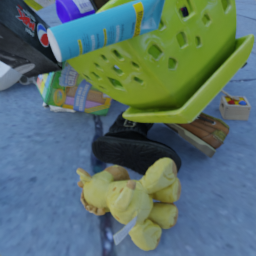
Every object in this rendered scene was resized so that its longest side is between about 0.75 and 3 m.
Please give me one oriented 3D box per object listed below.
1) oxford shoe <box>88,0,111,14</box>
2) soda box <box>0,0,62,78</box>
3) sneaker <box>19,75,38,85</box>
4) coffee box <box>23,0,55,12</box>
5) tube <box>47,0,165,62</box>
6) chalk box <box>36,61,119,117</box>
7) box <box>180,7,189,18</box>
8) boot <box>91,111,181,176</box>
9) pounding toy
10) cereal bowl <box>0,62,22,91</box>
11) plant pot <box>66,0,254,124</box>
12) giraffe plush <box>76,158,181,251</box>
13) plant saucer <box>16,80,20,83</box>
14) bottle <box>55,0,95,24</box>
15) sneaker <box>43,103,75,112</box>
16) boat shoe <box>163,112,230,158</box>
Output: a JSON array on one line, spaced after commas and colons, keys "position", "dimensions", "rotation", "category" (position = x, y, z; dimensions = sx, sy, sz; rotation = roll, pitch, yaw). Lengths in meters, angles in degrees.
[{"position": [-0.567, -3.525, 7.802], "dimensions": [0.926, 2.194, 0.797], "rotation": [-26, 46, 21], "category": "oxford shoe"}, {"position": [-2.393, -1.947, 5.524], "dimensions": [1.012, 0.906, 2.861], "rotation": [-10, -12, 13], "category": "soda box"}, {"position": [-3.732, -2.096, 11.545], "dimensions": [1.472, 0.574, 0.731], "rotation": [10, 29, 14], "category": "sneaker"}, {"position": [-3.317, -5.165, 9.900], "dimensions": [1.295, 1.307, 1.309], "rotation": [-5, -19, 36], "category": "coffee box"}, {"position": [-0.223, -1.322, 3.682], "dimensions": [1.617, 0.626, 0.407], "rotation": [-25, 73, -18], "category": "tube"}, {"position": [-1.849, -1.614, 8.836], "dimensions": [2.687, 1.663, 1.672], "rotation": [10, 25, -31], "category": "chalk box"}, {"position": [1.958, -2.945, 7.536], "dimensions": [1.391, 2.276, 1.207], "rotation": [-29, 36, -26], "category": "box"}, {"position": [0.429, 0.278, 7.310], "dimensions": [2.396, 0.902, 1.791], "rotation": [15, 34, 23], "category": "boot"}, {"position": [3.442, -0.811, 9.277], "dimensions": [0.921, 0.711, 1.001], "rotation": [3, 32, 4], "category": "pounding toy"}, {"position": [-4.877, -2.372, 11.116], "dimensions": [2.275, 0.947, 2.275], "rotation": [-13, 57, 21], "category": "cereal bowl"}, {"position": [0.679, -1.725, 6.052], "dimensions": [2.892, 2.637, 2.906], "rotation": [-45, 18, -18], "category": "plant pot"}, {"position": [-0.127, 1.284, 5.214], "dimensions": [1.540, 1.639, 1.900], "rotation": [12, 14, 41], "category": "giraffe plush"}, {"position": [-4.872, -2.263, 12.113], "dimensions": [1.284, 0.235, 1.284], "rotation": [1, 32, 0], "category": "plant saucer"}, {"position": [-0.851, -4.029, 9.062], "dimensions": [2.859, 0.933, 1.194], "rotation": [-29, 69, -23], "category": "bottle"}, {"position": [-2.319, -0.711, 9.469], "dimensions": [1.223, 0.460, 0.496], "rotation": [17, 58, 18], "category": "sneaker"}, {"position": [1.524, -0.342, 7.924], "dimensions": [2.915, 0.991, 1.049], "rotation": [40, 6, 35], "category": "boat shoe"}]
